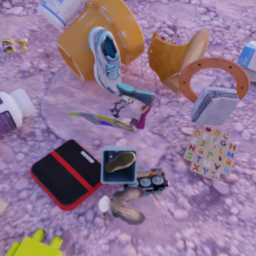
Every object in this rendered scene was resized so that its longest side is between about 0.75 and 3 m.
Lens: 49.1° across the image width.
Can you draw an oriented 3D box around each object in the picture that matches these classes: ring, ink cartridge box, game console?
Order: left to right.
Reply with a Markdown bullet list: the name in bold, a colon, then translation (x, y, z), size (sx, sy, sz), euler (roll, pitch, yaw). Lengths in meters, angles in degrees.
- **game console**: translation (-1.854, 1.420, 8.825), size (2.078, 0.322, 1.838), euler (37, 55, 26)
- **ring**: translation (2.701, -1.408, 8.936), size (2.167, 2.167, 0.208), euler (14, 55, 11)
- **ink cartridge box**: translation (5.986, -2.683, 11.551), size (2.499, 0.848, 1.450), euler (29, 37, 23)

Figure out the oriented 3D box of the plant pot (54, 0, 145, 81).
- **plant pot**: translation (-1.312, -3.443, 11.318), size (2.728, 2.980, 2.980), euler (-39, 59, -11)

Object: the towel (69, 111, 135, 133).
- **towel**: translation (-0.819, -0.207, 8.982), size (1.878, 1.348, 0.214), euler (12, 84, 29)

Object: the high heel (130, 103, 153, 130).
- **high heel**: translation (0.562, -0.391, 8.817), size (0.533, 1.108, 0.374), euler (25, 39, -26)

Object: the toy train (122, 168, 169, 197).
- **toy train**: translation (0.515, 1.624, 8.418), size (1.381, 0.588, 0.787), euler (-7, 31, 2)

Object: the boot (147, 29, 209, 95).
- **boot**: translation (1.631, -2.840, 10.443), size (1.052, 2.990, 2.141), euler (-24, 62, -27)

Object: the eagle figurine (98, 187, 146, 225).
- **eagle figurine**: translation (-0.154, 2.116, 7.729), size (1.200, 0.910, 0.905), euler (-3, 32, 23)

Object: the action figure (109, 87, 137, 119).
- **action figure**: translation (-0.155, -0.853, 8.549), size (0.565, 0.658, 1.106), euler (30, 73, 35)

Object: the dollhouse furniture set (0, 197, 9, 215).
- **dollhouse furniture set**: translation (-4.559, 1.990, 7.292), size (2.225, 2.044, 1.448), euler (39, 53, -8)

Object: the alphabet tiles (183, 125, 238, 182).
- **alphabet tiles**: translation (2.696, 0.768, 9.110), size (1.536, 0.058, 1.846), euler (22, 60, 8)

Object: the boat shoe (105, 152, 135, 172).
- **boat shoe**: translation (-0.162, 0.912, 7.464), size (0.314, 0.998, 0.364), euler (1, 60, -53)

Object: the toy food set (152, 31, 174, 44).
- **toy food set**: translation (1.637, -4.189, 13.423), size (1.022, 0.460, 0.488), euler (18, 36, -8)

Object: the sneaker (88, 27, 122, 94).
- **sneaker**: translation (-0.715, -2.284, 9.969), size (0.955, 2.460, 1.062), euler (-29, 31, -19)

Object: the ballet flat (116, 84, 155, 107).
- **ballet flat**: translation (0.149, -0.863, 7.661), size (1.294, 0.473, 0.473), euler (22, 53, 33)

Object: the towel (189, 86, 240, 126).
- **towel**: translation (2.625, -0.601, 8.539), size (1.082, 1.307, 0.559), euler (5, 50, -15)

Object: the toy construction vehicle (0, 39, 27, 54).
- **toy construction vehicle**: translation (-5.327, -3.809, 13.087), size (1.195, 0.421, 1.040), euler (-7, 40, -9)

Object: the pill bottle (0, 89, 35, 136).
- **pill bottle**: translation (-4.546, -0.401, 9.605), size (2.404, 1.340, 1.340), euler (-31, 57, -23)

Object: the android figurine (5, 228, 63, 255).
- **android figurine**: translation (-2.407, 3.484, 7.043), size (1.606, 0.362, 1.765), euler (15, 51, 12)

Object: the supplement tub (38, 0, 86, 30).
- **supplement tub**: translation (-2.468, -4.812, 10.734), size (1.184, 1.184, 1.795), euler (38, 91, 27)

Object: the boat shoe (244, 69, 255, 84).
- **boat shoe**: translation (5.377, -2.008, 11.612), size (1.419, 0.404, 0.474), euler (30, 91, 27)

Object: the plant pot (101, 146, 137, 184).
- **plant pot**: translation (-0.298, 0.991, 8.238), size (0.997, 0.995, 1.016), euler (1, 9, -6)
